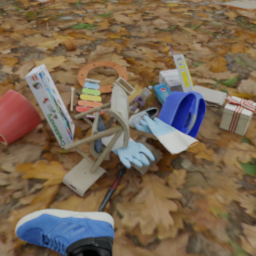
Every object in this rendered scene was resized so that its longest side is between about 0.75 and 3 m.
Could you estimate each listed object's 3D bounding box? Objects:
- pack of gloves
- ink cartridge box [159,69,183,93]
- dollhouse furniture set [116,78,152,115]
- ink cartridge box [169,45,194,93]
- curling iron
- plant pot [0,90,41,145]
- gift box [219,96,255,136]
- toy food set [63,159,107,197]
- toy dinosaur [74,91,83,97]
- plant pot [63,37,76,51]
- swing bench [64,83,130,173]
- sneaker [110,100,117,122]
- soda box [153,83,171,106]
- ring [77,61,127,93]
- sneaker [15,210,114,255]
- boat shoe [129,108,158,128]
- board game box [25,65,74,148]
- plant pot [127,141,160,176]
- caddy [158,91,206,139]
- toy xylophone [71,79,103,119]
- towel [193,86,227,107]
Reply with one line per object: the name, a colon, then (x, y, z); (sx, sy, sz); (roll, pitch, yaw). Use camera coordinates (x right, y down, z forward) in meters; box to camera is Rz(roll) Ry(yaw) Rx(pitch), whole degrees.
pack of gloves: (0.488, 0.246, 9.164); (2.318, 0.545, 2.760); (-22, 26, -18)
ink cartridge box: (2.301, -2.257, 13.975); (1.096, 0.629, 1.509); (-10, 40, -12)
dollhouse furniture set: (0.164, -1.620, 11.921); (1.594, 1.131, 1.263); (42, 46, 0)
ink cartridge box: (2.425, -2.330, 12.138); (0.524, 2.230, 2.204); (-15, -7, 16)
curling iron: (-0.533, 1.931, 9.085); (0.248, 0.480, 1.937); (12, 43, 22)
plant pot: (-4.588, -0.308, 10.899); (1.789, 1.789, 1.583); (23, 56, 26)
gift box: (4.515, -0.618, 11.552); (1.187, 1.201, 1.286); (19, 44, 21)
toy food set: (-1.456, 1.655, 9.528); (0.900, 0.379, 1.254); (32, 51, 20)
toy dinosaur: (-1.975, -1.541, 13.414); (1.169, 0.277, 0.515); (19, 36, 5)
plant pot: (-3.660, -5.192, 17.498); (0.551, 0.787, 0.787); (-32, 47, -12)
swing bench: (-0.792, -0.057, 9.650); (2.204, 1.430, 2.192); (-37, 23, 21)
sneaker: (-0.489, -0.831, 11.947); (0.495, 1.122, 0.457); (-5, 7, 5)
soda box: (1.751, -1.335, 12.761); (0.566, 0.598, 1.763); (-23, 41, -2)
ring: (-1.309, -2.615, 14.475); (2.572, 0.247, 2.572); (0, 49, -1)
sneaker: (-1.687, 3.013, 7.294); (2.657, 1.020, 1.478); (3, 31, -7)
boat shoe: (0.670, -0.489, 11.775); (1.507, 0.537, 0.526); (-29, 88, -34)
board game box: (-2.767, -0.832, 10.276); (0.480, 2.776, 1.752); (-21, 22, 0)
plant pot: (0.446, 1.126, 9.708); (1.052, 1.052, 0.913); (23, 61, 25)
caddy: (2.061, -0.338, 10.488); (1.538, 2.175, 1.142); (18, 5, -35)
toy xylophone: (-1.798, -1.214, 12.080); (1.341, 0.460, 1.831); (-1, 74, -17)
towel: (3.763, -1.509, 13.361); (1.707, 0.294, 1.131); (21, 42, 24)
